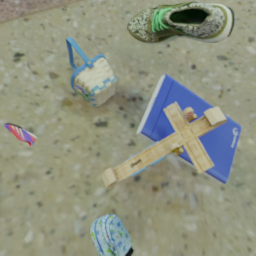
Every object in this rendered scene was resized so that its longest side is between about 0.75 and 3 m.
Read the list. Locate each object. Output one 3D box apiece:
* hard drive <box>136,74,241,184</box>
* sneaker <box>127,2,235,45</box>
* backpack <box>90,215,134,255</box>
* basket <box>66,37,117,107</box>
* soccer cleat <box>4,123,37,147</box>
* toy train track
[{"bbox_3d":[1.592,0.045,6.843,2.539,0.322,1.675,31,66,-16],"label":"hard drive"},{"bbox_3d":[1.117,-2.824,7.218,2.941,1.303,1.131,7,97,32],"label":"sneaker"},{"bbox_3d":[-0.351,2.353,5.901,1.041,0.849,0.800,50,117,13],"label":"backpack"},{"bbox_3d":[-1.377,-1.874,9.503,1.442,1.828,2.073,-34,79,-13],"label":"basket"},{"bbox_3d":[-2.809,0.171,7.254,0.310,0.909,0.333,-3,60,46],"label":"soccer cleat"},{"bbox_3d":[0.590,0.385,5.433,2.715,0.442,1.557,-32,59,12],"label":"toy train track"}]
